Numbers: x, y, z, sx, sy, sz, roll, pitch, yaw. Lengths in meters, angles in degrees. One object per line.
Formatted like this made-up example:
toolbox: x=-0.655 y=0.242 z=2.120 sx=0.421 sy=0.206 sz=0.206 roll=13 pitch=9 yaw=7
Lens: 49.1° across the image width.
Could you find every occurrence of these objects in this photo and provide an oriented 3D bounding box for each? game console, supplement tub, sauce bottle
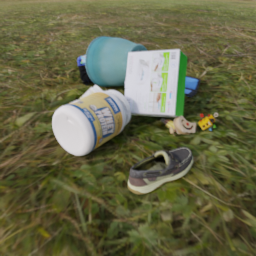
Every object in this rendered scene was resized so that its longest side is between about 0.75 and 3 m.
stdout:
game console: x=2.937 y=-2.150 z=14.238 sx=1.156 sy=0.684 sz=0.987 roll=20 pitch=36 yaw=30
supplement tub: x=-1.228 y=-0.281 z=10.043 sx=1.797 sy=1.797 sz=2.485 roll=21 pitch=35 yaw=30
supplement tub: x=-1.578 y=-1.260 z=12.213 sx=1.073 sy=0.778 sz=0.778 roll=-45 pitch=46 yaw=-8
sauce bottle: x=1.710 y=-0.132 z=11.347 sx=0.325 sy=0.325 sz=0.985 roll=-19 pitch=34 yaw=-27

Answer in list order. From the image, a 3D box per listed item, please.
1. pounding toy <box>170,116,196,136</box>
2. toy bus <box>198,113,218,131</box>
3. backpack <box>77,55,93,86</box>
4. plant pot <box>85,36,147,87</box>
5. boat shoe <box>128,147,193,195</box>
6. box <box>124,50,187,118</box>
pounding toy: x=1.999 y=-0.061 z=10.776 sx=1.133 sy=0.648 sz=0.650 roll=3 pitch=-15 yaw=-34
toy bus: x=3.109 y=-0.218 z=10.887 sx=0.692 sy=0.734 sz=0.379 roll=8 pitch=20 yaw=4
backpack: x=-1.238 y=-3.209 z=14.659 sx=2.293 sy=1.543 sz=2.094 roll=5 pitch=27 yaw=42
plant pot: x=-0.367 y=-3.206 z=13.749 sx=2.400 sy=2.555 sz=2.555 roll=13 pitch=32 yaw=40
boat shoe: x=1.111 y=1.147 z=8.759 sx=2.653 sy=0.872 sz=0.948 roll=-23 pitch=39 yaw=-32
box: x=1.081 y=-1.731 z=11.332 sx=2.225 sy=2.522 sz=1.219 roll=3 pitch=-1 yaw=27
